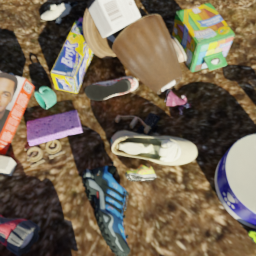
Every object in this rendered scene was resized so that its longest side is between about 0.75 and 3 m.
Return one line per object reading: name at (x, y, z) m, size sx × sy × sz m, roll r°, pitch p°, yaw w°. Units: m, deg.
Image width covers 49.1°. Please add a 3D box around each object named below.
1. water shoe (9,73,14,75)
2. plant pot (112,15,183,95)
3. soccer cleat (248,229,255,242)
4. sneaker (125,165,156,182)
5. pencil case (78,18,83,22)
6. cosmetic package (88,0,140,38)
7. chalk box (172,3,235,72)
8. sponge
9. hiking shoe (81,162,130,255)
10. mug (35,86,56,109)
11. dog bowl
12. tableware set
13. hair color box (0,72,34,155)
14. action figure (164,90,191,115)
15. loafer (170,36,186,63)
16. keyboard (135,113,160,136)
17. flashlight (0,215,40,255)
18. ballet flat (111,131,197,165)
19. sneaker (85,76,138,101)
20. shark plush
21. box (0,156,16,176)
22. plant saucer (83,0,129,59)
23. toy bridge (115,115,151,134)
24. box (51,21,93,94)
water shoe at (-4.527, -1.467, 10.913) m, size 0.642 × 0.581 × 1.626 m, roll -25°, pitch 54°, yaw -15°
plant pot at (0.964, -2.591, 10.812) m, size 2.277 × 2.277 × 2.436 m, roll -28°, pitch 81°, yaw -15°
soccer cleat at (4.326, 3.301, 8.187) m, size 1.631 × 0.551 × 0.661 m, roll 25°, pitch 52°, yaw 8°
sneaker at (0.372, 1.455, 9.137) m, size 1.123 × 0.439 × 0.507 m, roll 9°, pitch 55°, yaw -31°
pencil case at (-1.266, -4.649, 12.555) m, size 1.873 × 0.810 × 0.775 m, roll -9°, pitch 30°, yaw -1°
cosmetic package at (-0.520, -4.106, 10.015) m, size 1.180 × 1.430 × 1.178 m, roll -31°, pitch 107°, yaw -14°
chalk box at (3.096, -3.500, 11.463) m, size 1.625 × 1.614 × 2.604 m, roll -19°, pitch 61°, yaw -10°
sponge at (-2.662, -0.028, 10.055) m, size 1.863 × 0.278 × 1.039 m, roll -15°, pitch 46°, yaw -9°
hiking shoe at (-0.423, 2.351, 8.398) m, size 1.228 × 1.054 × 2.833 m, roll -17°, pitch 66°, yaw -20°
mug at (-3.043, -1.173, 10.536) m, size 0.556 × 0.900 × 0.739 m, roll -39°, pitch 102°, yaw -29°
dog bowl at (4.267, 1.645, 8.757) m, size 2.840 × 1.118 × 2.840 m, roll 0°, pitch 59°, yaw 0°
tableware set at (-2.965, 0.750, 9.780) m, size 1.232 × 0.247 × 0.814 m, roll -24°, pitch 63°, yaw -13°
hair color box at (-4.527, -0.560, 9.823) m, size 1.362 × 0.822 × 2.684 m, roll 16°, pitch 77°, yaw 9°
action figure at (1.914, -0.974, 10.744) m, size 1.033 × 0.692 × 0.769 m, roll 19°, pitch 18°, yaw -3°
loafer at (1.590, -3.580, 12.041) m, size 0.801 × 0.916 × 2.547 m, roll -28°, pitch 56°, yaw 2°
keyboard at (0.802, -0.070, 10.319) m, size 0.638 × 0.136 × 1.063 m, roll 28°, pitch 65°, yaw 17°
flashlight at (-3.982, 2.670, 8.343) m, size 2.814 × 0.953 × 0.956 m, roll 25°, pitch 59°, yaw 19°
ballet flat at (0.825, 0.720, 9.254) m, size 2.942 × 1.022 × 1.022 m, roll 7°, pitch 60°, yaw 7°
sneaker at (-0.613, -1.542, 10.922) m, size 2.013 × 0.672 × 1.079 m, roll -7°, pitch 12°, yaw 28°
shark plush at (-3.253, -5.700, 13.346) m, size 0.799 × 0.872 × 1.919 m, roll 19°, pitch 62°, yaw 46°
box at (-4.457, 1.185, 9.348) m, size 1.200 × 0.570 × 0.467 m, roll 12°, pitch 62°, yaw 5°
plant saucer at (-0.770, -4.060, 11.375) m, size 0.364 × 2.474 × 2.474 m, roll 16°, pitch 57°, yaw 40°
toy bridge at (0.216, -0.198, 10.237) m, size 1.373 × 0.187 × 0.462 m, roll 20°, pitch 56°, yaw 22°
box at (-2.116, -2.925, 11.431) m, size 0.964 × 1.050 × 2.998 m, roll 12°, pitch 60°, yaw 4°
